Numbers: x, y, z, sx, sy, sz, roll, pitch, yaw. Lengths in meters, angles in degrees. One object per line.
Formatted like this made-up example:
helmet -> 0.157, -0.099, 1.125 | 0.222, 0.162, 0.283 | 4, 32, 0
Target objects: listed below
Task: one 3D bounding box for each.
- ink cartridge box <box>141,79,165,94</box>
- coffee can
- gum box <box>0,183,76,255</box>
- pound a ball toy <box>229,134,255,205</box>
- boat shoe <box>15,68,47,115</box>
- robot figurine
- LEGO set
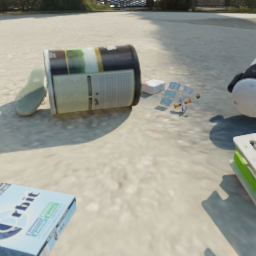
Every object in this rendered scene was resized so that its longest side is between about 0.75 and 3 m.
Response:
ink cartridge box -> 0.980, -1.609, 10.857 | 0.579, 0.327, 0.790 | 22, 35, 36
coffee can -> -1.159, -1.543, 8.898 | 2.723, 1.993, 1.993 | -8, 28, -13
gum box -> -1.858, 1.555, 4.730 | 1.543, 0.344, 1.311 | 7, 28, 13
pound a ball toy -> 2.666, 0.742, 5.211 | 0.770, 1.182, 1.813 | -8, 34, -4
boat shoe -> -3.213, -1.161, 9.607 | 0.881, 0.735, 2.360 | 4, 42, -6
robot figurine -> 4.166, -1.319, 8.584 | 2.235, 1.394, 1.679 | -48, 3, -21
LEGO set -> 1.730, -1.054, 9.302 | 1.223, 0.300, 0.914 | 24, 78, 32
